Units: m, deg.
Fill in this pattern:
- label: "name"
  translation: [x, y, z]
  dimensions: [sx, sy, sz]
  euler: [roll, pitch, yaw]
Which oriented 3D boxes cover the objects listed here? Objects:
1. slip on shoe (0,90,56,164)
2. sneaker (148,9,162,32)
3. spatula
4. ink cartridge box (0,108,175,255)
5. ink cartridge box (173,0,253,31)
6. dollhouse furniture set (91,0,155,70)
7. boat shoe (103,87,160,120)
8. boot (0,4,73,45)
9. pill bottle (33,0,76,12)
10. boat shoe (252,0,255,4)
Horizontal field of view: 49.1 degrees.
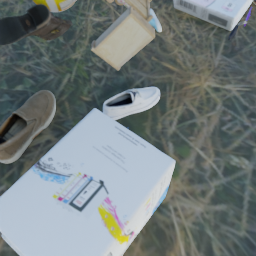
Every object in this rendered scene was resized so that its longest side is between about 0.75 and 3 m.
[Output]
- label: "slip on shoe"
  translation: [-2.745, -0.204, 7.432]
  dimensions: [0.907, 0.723, 2.385]
  euler: [23, 60, 14]
- label: "sneaker"
  translation: [0.879, -3.768, 10.061]
  dimensions: [0.425, 0.383, 1.037]
  euler: [-29, 62, 19]
- label: "spatula"
  translation: [2.201, -2.012, 5.497]
  dimensions: [0.107, 0.295, 1.043]
  euler: [34, 62, 18]
- label: "ink cartridge box"
  translation: [-0.738, 1.516, 5.513]
  dimensions: [1.997, 2.032, 2.761]
  euler: [33, 64, 20]
- label: "ink cartridge box"
  translation: [3.496, -5.259, 10.490]
  dimensions: [2.431, 0.853, 2.991]
  euler: [31, 77, 19]
- label: "dollhouse furniture set"
  translation: [-0.327, -3.059, 6.922]
  dimensions: [1.471, 1.256, 2.837]
  euler: [33, 40, -32]
- label: "boat shoe"
  translation: [0.140, -0.782, 7.890]
  dimensions: [1.820, 0.595, 0.670]
  euler: [-28, 61, -17]
- label: "boot"
  translation: [-2.207, -2.283, 6.661]
  dimensions: [1.610, 1.401, 0.557]
  euler: [-20, 94, 7]
- label: "pill bottle"
  translation: [-2.022, -3.927, 7.258]
  dimensions: [1.462, 2.676, 1.462]
  euler: [-1, 100, -8]
- label: "boat shoe"
  translation: [5.045, -5.105, 10.832]
  dimensions: [0.500, 0.440, 1.406]
  euler: [-38, 66, -24]
